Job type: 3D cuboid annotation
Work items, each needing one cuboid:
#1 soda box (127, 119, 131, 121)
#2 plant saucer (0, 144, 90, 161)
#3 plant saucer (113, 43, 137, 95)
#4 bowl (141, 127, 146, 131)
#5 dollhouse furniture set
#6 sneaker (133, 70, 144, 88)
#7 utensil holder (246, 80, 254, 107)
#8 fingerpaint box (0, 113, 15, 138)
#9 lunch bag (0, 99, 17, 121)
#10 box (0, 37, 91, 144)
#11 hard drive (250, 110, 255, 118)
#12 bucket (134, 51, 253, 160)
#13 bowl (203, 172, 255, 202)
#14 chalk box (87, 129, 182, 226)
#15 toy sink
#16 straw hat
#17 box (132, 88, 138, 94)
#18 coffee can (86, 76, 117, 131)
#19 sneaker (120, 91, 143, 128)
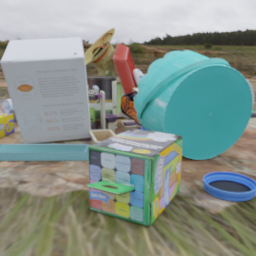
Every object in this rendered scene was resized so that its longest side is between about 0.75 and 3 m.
[{"bbox_3d":[0.442,-0.784,11.604,1.250,0.427,0.396,-30,48,16],"label":"soda box"},{"bbox_3d":[-2.386,0.652,7.688,2.751,0.261,0.962,1,13,-1],"label":"plant saucer"},{"bbox_3d":[0.094,-2.419,13.520,0.543,2.960,2.954,-14,28,10],"label":"plant saucer"},{"bbox_3d":[0.993,0.158,9.601,1.106,0.217,1.106,1,21,0],"label":"bowl"},{"bbox_3d":[-0.428,-0.375,8.730,1.961,1.757,2.475,-4,13,-15],"label":"dollhouse furniture set"},{"bbox_3d":[1.180,-2.006,13.449,1.334,2.540,0.962,-24,47,9],"label":"sneaker"},{"bbox_3d":[3.210,-1.039,9.911,1.547,1.547,1.821,-8,12,-30],"label":"utensil holder"},{"bbox_3d":[-5.119,-0.001,9.363,1.720,0.756,2.061,2,13,7],"label":"fingerpaint box"},{"bbox_3d":[-4.839,-0.837,12.566,1.334,1.000,1.573,-8,5,-39],"label":"lunch bag"},{"bbox_3d":[-2.324,-1.108,8.584,2.152,2.826,1.503,-5,38,-9],"label":"box"},{"bbox_3d":[5.626,-0.743,13.688,1.012,0.274,1.448,0,12,-1],"label":"hard drive"},{"bbox_3d":[1.759,-0.649,7.721,2.917,2.917,1.898,-4,21,-16],"label":"bucket"},{"bbox_3d":[2.008,1.153,5.561,1.022,0.201,1.022,0,13,0],"label":"bowl"},{"bbox_3d":[0.078,0.827,4.854,1.182,1.176,1.899,9,16,28],"label":"chalk box"},{"bbox_3d":[-0.804,-1.750,13.108,1.569,2.407,1.348,2,8,10],"label":"toy sink"},{"bbox_3d":[-1.114,-3.365,13.002,1.058,2.500,2.500,43,-9,-28],"label":"straw hat"},{"bbox_3d":[0.645,-1.515,12.195,0.566,0.197,0.950,-7,31,-30],"label":"box"},{"bbox_3d":[-1.148,-0.963,10.746,1.455,1.988,1.455,-1,13,0],"label":"coffee can"},{"bbox_3d":[0.353,-0.726,10.539,1.901,1.065,0.738,25,43,36],"label":"sneaker"}]
